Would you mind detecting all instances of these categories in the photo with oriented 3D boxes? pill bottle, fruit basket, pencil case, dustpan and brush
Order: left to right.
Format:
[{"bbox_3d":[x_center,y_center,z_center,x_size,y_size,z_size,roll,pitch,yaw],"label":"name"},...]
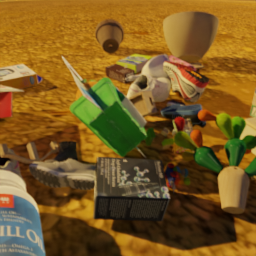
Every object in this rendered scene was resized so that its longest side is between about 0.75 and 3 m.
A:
[{"bbox_3d":[-2.067,1.811,4.356,1.418,1.418,2.526,-12,33,-19],"label":"pill bottle"},{"bbox_3d":[-0.645,-0.662,7.690,1.325,2.618,2.826,-36,38,7],"label":"fruit basket"},{"bbox_3d":[0.911,-2.340,12.002,2.130,0.610,1.487,-12,68,-23],"label":"dustpan and brush"},{"bbox_3d":[2.306,-2.741,12.819,0.802,0.767,1.853,17,20,-31],"label":"pencil case"}]

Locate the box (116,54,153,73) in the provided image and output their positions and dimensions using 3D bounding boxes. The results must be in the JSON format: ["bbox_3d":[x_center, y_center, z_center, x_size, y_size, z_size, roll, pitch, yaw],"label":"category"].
[{"bbox_3d":[0.293,-3.171,13.853,1.160,0.453,1.903,18,34,29],"label":"box"}]

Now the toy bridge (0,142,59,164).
[{"bbox_3d":[-2.265,0.595,6.672,1.476,0.201,0.496,0,58,-48],"label":"toy bridge"}]

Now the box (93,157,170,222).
[{"bbox_3d":[0.021,1.239,5.716,1.407,0.753,1.045,4,38,-8],"label":"box"}]

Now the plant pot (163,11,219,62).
[{"bbox_3d":[3.114,-4.432,14.221,2.763,1.855,2.763,3,-1,0],"label":"plant pot"}]

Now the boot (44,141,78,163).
[{"bbox_3d":[-1.730,0.635,7.158,0.879,0.578,0.307,-11,16,-22],"label":"boot"}]

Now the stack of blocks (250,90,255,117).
[{"bbox_3d":[4.861,-0.293,7.862,0.771,1.515,2.631,-20,36,-30],"label":"stack of blocks"}]

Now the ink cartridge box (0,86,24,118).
[{"bbox_3d":[-4.761,-0.751,8.362,2.158,1.031,2.459,11,13,21],"label":"ink cartridge box"}]

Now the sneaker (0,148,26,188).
[{"bbox_3d":[-3.040,0.769,6.699,0.783,0.849,1.924,-23,37,-34],"label":"sneaker"}]

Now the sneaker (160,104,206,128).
[{"bbox_3d":[1.721,-0.342,8.922,0.621,0.690,1.771,-33,20,-24],"label":"sneaker"}]

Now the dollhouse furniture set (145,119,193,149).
[{"bbox_3d":[1.174,0.211,7.877,1.342,0.518,0.671,-7,64,-15],"label":"dollhouse furniture set"}]

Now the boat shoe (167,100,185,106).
[{"bbox_3d":[1.822,-0.748,9.768,1.001,0.350,0.331,22,58,44],"label":"boat shoe"}]

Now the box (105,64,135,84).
[{"bbox_3d":[-0.357,-2.450,12.563,0.656,0.491,1.310,-29,39,-34],"label":"box"}]

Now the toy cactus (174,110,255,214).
[{"bbox_3d":[2.297,0.768,6.312,2.744,1.403,2.264,13,59,3],"label":"toy cactus"}]

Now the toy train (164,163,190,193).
[{"bbox_3d":[1.185,1.227,6.450,0.533,0.390,0.922,9,29,-11],"label":"toy train"}]

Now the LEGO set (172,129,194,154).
[{"bbox_3d":[1.565,0.412,7.637,0.558,0.690,1.499,14,0,-3],"label":"LEGO set"}]

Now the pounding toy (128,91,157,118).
[{"bbox_3d":[0.326,-0.506,9.012,1.156,1.015,0.529,-21,-7,40],"label":"pounding toy"}]

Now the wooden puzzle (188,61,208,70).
[{"bbox_3d":[3.210,-3.027,13.834,1.563,0.183,1.055,-4,27,3],"label":"wooden puzzle"}]

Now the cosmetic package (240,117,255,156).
[{"bbox_3d":[4.102,0.540,7.120,1.184,0.836,2.288,-11,31,-19],"label":"cosmetic package"}]

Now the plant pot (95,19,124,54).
[{"bbox_3d":[-1.050,-5.174,16.304,1.731,1.731,1.510,-3,47,-4],"label":"plant pot"}]

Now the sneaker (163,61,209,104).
[{"bbox_3d":[1.941,-1.778,10.632,1.078,1.137,2.768,10,25,-19],"label":"sneaker"}]

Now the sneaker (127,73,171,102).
[{"bbox_3d":[0.871,-1.461,10.125,0.904,1.203,2.414,31,43,25],"label":"sneaker"}]

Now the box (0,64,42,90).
[{"bbox_3d":[-5.187,-2.061,11.832,2.855,0.592,1.700,-23,37,-30],"label":"box"}]

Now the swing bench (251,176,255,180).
[{"bbox_3d":[3.305,1.053,6.305,0.773,0.504,0.777,-25,30,0],"label":"swing bench"}]

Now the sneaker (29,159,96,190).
[{"bbox_3d":[-1.483,1.016,6.517,1.574,0.588,0.646,12,43,-2],"label":"sneaker"}]

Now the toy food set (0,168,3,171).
[{"bbox_3d":[-3.706,1.045,5.892,2.450,1.170,1.102,-4,30,0],"label":"toy food set"}]
